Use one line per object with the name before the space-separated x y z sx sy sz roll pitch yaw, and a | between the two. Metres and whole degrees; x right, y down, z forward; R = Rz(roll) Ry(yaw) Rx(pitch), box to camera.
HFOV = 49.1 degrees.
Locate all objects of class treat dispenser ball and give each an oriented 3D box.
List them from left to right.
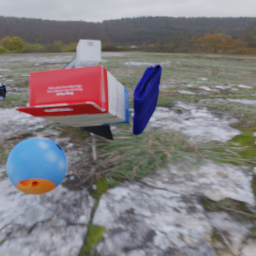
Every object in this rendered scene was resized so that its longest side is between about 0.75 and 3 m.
treat dispenser ball | -1.716 0.722 5.321 1.091 1.091 1.091 0 19 0

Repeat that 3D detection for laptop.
laptop | -1.220 -1.160 9.971 1.497 2.418 2.582 -5 29 14

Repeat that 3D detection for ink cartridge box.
ink cartridge box | -1.115 -0.680 6.662 1.719 0.995 2.959 -3 -7 12

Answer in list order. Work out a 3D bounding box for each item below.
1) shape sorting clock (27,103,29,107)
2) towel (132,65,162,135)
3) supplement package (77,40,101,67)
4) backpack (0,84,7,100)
shape sorting clock | -4.244 -1.215 13.789 1.432 0.281 1.432 0 19 0
towel | 0.416 -0.691 7.292 0.420 1.696 1.252 24 60 15
supplement package | -1.134 -2.074 7.889 0.568 0.547 0.998 -2 4 -16
backpack | -7.168 -1.997 15.235 1.079 0.795 1.182 -5 21 -14
